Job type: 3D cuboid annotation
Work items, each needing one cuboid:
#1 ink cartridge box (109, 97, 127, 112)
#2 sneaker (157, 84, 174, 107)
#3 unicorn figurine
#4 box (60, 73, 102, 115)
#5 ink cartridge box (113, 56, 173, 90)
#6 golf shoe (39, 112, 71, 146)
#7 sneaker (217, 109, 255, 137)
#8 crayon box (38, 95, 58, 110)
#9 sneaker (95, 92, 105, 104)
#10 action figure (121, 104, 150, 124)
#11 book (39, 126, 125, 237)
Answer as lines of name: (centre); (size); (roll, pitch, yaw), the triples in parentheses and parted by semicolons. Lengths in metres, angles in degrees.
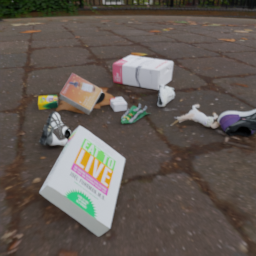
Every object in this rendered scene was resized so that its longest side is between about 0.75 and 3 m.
ink cartridge box: (-0.477, -1.124, 13.337); (0.634, 0.358, 0.864); (-9, 30, -15)
sneaker: (1.892, -1.613, 13.915); (0.844, 0.782, 2.082); (12, 30, 4)
unicorn figurine: (2.914, -0.440, 11.725); (1.876, 0.693, 1.289); (15, 32, 26)
box: (-2.021, -1.429, 11.955); (1.432, 1.090, 0.761); (29, -15, -7)
ink cartridge box: (0.877, -3.264, 16.367); (2.927, 1.212, 2.145); (15, 32, 25)
golf shoe: (-2.714, 0.117, 10.795); (1.059, 0.872, 2.242); (17, 25, -14)
sneaker: (4.914, -0.079, 11.131); (2.478, 0.939, 1.085); (-6, 44, -4)
crayon box: (-3.895, -1.267, 13.656); (0.897, 0.303, 1.039); (-7, 29, -12)
sneaker: (-2.160, -1.569, 13.677); (1.130, 0.783, 1.872); (28, 31, 33)
action figure: (0.207, -0.565, 12.285); (0.965, 0.447, 1.633); (21, 38, 28)
book: (-1.091, 1.260, 7.522); (1.818, 0.654, 2.722); (42, 26, -16)
